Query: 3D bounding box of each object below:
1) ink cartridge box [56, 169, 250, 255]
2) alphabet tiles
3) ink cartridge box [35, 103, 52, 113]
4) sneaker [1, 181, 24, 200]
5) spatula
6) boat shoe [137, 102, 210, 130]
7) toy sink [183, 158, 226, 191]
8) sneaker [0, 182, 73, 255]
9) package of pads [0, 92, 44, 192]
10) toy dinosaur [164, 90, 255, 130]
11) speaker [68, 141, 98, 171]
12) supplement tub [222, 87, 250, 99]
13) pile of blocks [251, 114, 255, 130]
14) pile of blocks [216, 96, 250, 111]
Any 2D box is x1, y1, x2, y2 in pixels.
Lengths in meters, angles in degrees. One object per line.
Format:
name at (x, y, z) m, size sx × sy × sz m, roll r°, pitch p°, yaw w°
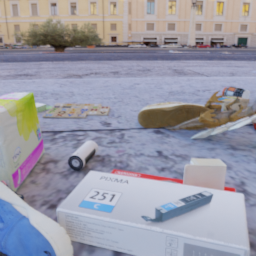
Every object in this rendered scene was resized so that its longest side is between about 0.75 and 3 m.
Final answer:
ink cartridge box at (0.557, 1.221, 4.941) m, size 2.738 × 0.612 × 2.412 m, roll 6°, pitch 20°, yaw 17°
alphabet tiles at (-1.990, -0.714, 11.387) m, size 2.417 × 0.091 × 2.020 m, roll 1°, pitch 19°, yaw 1°
ink cartridge box at (-3.755, -0.901, 11.690) m, size 0.889 × 0.293 × 1.222 m, roll 9°, pitch 22°, yaw 25°
sneaker at (-2.243, 1.153, 5.124) m, size 0.283 × 0.331 × 0.806 m, roll 9°, pitch -12°, yaw 44°
spatula at (3.144, -0.107, 8.570) m, size 2.361 × 0.190 × 1.641 m, roll -19°, pitch -4°, yaw -42°
boat shoe at (1.617, -0.501, 9.462) m, size 2.552 × 0.941 × 0.883 m, roll 2°, pitch 24°, yaw 8°
toy sink at (1.480, 0.927, 5.640) m, size 0.818 × 0.533 × 0.458 m, roll 1°, pitch 13°, yaw -3°
sneaker at (-2.134, 1.443, 3.660) m, size 2.588 × 0.993 × 1.440 m, roll 19°, pitch 17°, yaw 29°
package of pads at (-2.586, 0.183, 6.189) m, size 0.759 × 1.720 × 2.227 m, roll -5°, pitch 19°, yaw 1°
toy dinosaur at (2.356, -0.234, 8.155) m, size 2.962 × 0.895 × 1.573 m, roll -11°, pitch -27°, yaw 17°
speaker at (-1.092, 0.659, 6.896) m, size 0.405 × 0.405 × 0.997 m, roll 5°, pitch 19°, yaw 13°
supplement tub at (4.933, -1.523, 12.891) m, size 0.667 × 0.667 × 1.089 m, roll -13°, pitch 24°, yaw -34°
pile of blocks at (4.425, -0.022, 8.896) m, size 0.585 × 0.772 × 1.882 m, roll -42°, pitch 6°, yaw 8°
pile of blocks at (3.727, -0.716, 10.413) m, size 1.020 × 0.772 × 2.484 m, roll 14°, pitch 15°, yaw 32°
